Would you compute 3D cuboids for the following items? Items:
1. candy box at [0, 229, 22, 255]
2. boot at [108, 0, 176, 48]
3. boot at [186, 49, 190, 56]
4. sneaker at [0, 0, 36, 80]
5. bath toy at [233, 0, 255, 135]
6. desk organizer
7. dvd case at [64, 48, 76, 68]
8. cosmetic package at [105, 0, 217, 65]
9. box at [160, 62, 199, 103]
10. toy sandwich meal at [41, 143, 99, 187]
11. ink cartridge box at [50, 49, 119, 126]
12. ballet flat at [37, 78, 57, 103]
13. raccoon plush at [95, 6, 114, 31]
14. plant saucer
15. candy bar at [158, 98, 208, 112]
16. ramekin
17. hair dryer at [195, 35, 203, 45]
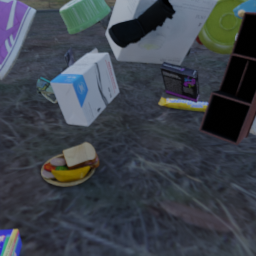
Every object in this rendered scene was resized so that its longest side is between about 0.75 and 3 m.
[{"bbox_3d":[-2.592,2.312,4.792,1.217,0.469,1.029,-1,27,-4],"label":"candy box"},{"bbox_3d":[0.305,-2.076,5.461,1.076,0.486,1.314,-29,3,32],"label":"boot"},{"bbox_3d":[1.133,-3.544,9.915,1.789,2.369,0.855,-6,11,39],"label":"boot"},{"bbox_3d":[-3.704,-2.628,8.078,1.306,2.291,0.830,22,-4,-23],"label":"sneaker"},{"bbox_3d":[2.782,-1.186,5.608,1.197,2.752,1.017,-5,20,20],"label":"bath toy"},{"bbox_3d":[1.923,-0.826,4.678,0.749,2.090,0.805,23,21,27],"label":"desk organizer"},{"bbox_3d":[-1.773,-2.017,8.880,0.069,0.867,0.644,-4,37,12],"label":"dvd case"},{"bbox_3d":[0.750,-2.805,7.203,2.023,2.029,1.248,-3,54,-26],"label":"cosmetic package"},{"bbox_3d":[1.163,-0.983,6.170,0.780,1.090,0.197,22,75,23],"label":"box"},{"bbox_3d":[-1.502,0.918,7.280,1.543,0.528,1.543,0,29,0],"label":"toy sandwich meal"},{"bbox_3d":[-0.890,-1.099,6.974,0.670,1.163,2.008,5,39,29],"label":"ink cartridge box"},{"bbox_3d":[-1.806,-0.869,7.664,1.563,0.580,0.580,23,34,12],"label":"ballet flat"},{"bbox_3d":[-0.612,-3.235,9.637,2.107,1.411,1.019,4,-2,30],"label":"raccoon plush"},{"bbox_3d":[3.146,-3.303,8.817,1.917,1.917,0.298,8,1,15],"label":"plant saucer"},{"bbox_3d":[2.498,-0.879,10.842,2.596,0.288,0.647,7,30,14],"label":"candy bar"},{"bbox_3d":[-0.934,-2.465,5.898,1.026,0.501,1.026,-22,32,15],"label":"ramekin"},{"bbox_3d":[2.694,-3.488,10.317,1.413,0.384,1.077,17,55,-43],"label":"hair dryer"}]
